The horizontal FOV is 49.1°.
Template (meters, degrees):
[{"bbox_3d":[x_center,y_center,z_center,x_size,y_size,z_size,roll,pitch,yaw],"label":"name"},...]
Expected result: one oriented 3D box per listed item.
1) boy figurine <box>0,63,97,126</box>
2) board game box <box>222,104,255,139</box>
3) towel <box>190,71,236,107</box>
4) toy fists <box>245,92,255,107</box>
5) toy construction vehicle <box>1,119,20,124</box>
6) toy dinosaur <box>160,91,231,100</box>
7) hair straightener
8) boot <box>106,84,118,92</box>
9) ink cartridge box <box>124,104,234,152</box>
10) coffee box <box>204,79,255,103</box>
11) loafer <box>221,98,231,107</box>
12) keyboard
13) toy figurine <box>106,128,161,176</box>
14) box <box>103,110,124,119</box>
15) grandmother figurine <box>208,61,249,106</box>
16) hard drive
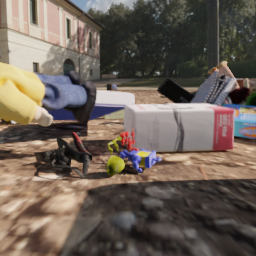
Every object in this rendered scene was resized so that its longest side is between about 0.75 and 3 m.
[{"bbox_3d":[-1.713,-0.450,3.999,2.674,0.861,1.662,-9,35,-46],"label":"boy figurine"},{"bbox_3d":[2.988,-0.146,6.479,1.722,0.388,1.310,9,24,23],"label":"board game box"},{"bbox_3d":[2.164,-0.811,7.739,0.609,1.177,1.422,35,-19,0],"label":"towel"},{"bbox_3d":[4.265,-1.087,7.686,1.221,2.395,0.823,-16,55,-18],"label":"toy fists"},{"bbox_3d":[-3.324,-0.871,9.956,2.819,0.993,2.455,-9,13,-44],"label":"toy construction vehicle"},{"bbox_3d":[2.231,-0.902,9.707,2.393,0.568,1.055,-3,-35,-3],"label":"toy dinosaur"},{"bbox_3d":[-0.975,0.457,4.429,0.651,0.346,1.691,-19,20,-15],"label":"hair straightener"},{"bbox_3d":[-0.679,-1.832,15.258,0.883,1.145,2.363,2,10,9],"label":"boot"},{"bbox_3d":[0.920,-0.050,5.647,1.908,0.809,1.389,-3,10,-7],"label":"ink cartridge box"},{"bbox_3d":[4.020,-1.087,10.157,2.400,1.357,0.958,6,10,27],"label":"coffee box"},{"bbox_3d":[2.793,-0.468,8.447,0.679,0.775,2.155,-3,11,10],"label":"loafer"},{"bbox_3d":[1.687,-0.816,8.931,1.726,0.178,1.097,34,-38,-8],"label":"keyboard"},{"bbox_3d":[0.163,0.379,4.054,0.610,0.537,1.018,9,13,20],"label":"toy figurine"},{"bbox_3d":[-0.467,-0.746,9.681,0.744,0.846,0.409,-3,10,-12],"label":"box"},{"bbox_3d":[3.575,-1.248,9.545,0.619,2.045,1.240,-23,-6,-37],"label":"grandmother figurine"},{"bbox_3d":[-1.307,-0.521,7.386,1.816,0.349,2.753,0,-6,-29],"label":"hard drive"}]
